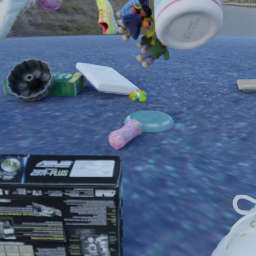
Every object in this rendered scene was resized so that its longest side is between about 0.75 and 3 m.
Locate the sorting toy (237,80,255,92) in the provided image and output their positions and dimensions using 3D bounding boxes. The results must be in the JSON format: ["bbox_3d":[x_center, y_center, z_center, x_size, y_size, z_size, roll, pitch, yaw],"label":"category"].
[{"bbox_3d":[6.096,-1.765,11.883,2.688,0.396,1.987,3,17,16],"label":"sorting toy"}]

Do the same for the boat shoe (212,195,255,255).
[{"bbox_3d":[1.844,1.245,3.551,2.492,1.062,0.920,-19,29,-39],"label":"boat shoe"}]

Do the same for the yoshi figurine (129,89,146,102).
[{"bbox_3d":[0.411,-1.168,10.572,0.479,0.481,0.855,34,-11,-28],"label":"yoshi figurine"}]

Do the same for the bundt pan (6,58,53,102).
[{"bbox_3d":[-3.598,-1.730,10.572,1.741,1.741,0.653,-2,-23,5],"label":"bundt pan"}]

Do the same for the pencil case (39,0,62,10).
[{"bbox_3d":[-2.204,-3.914,7.977,0.662,0.662,1.515,-4,43,-10],"label":"pencil case"}]

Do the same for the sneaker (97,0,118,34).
[{"bbox_3d":[-0.914,-4.317,10.897,0.640,1.416,0.553,-34,19,-31],"label":"sneaker"}]

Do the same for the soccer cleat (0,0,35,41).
[{"bbox_3d":[-2.694,-3.029,6.662,0.877,2.530,0.981,-15,-28,34],"label":"soccer cleat"}]

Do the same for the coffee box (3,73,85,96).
[{"bbox_3d":[-3.431,-1.905,11.875,2.956,0.650,1.818,2,22,6],"label":"coffee box"}]

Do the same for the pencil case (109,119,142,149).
[{"bbox_3d":[-0.050,0.134,7.109,0.468,0.468,1.070,12,26,27],"label":"pencil case"}]

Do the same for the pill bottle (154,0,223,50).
[{"bbox_3d":[1.103,-2.790,5.498,1.221,2.246,1.221,0,-22,0],"label":"pill bottle"}]

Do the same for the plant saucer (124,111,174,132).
[{"bbox_3d":[0.636,-0.247,8.408,1.492,0.204,1.492,0,23,0],"label":"plant saucer"}]

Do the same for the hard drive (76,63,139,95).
[{"bbox_3d":[-0.939,-2.096,11.812,1.778,0.342,2.695,2,27,-31],"label":"hard drive"}]

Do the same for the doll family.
[{"bbox_3d":[0.667,-3.699,9.897,1.719,2.973,1.167,-35,4,46],"label":"doll family"}]

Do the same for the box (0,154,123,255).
[{"bbox_3d":[-0.893,1.086,3.578,1.643,1.345,0.708,0,22,2],"label":"box"}]
